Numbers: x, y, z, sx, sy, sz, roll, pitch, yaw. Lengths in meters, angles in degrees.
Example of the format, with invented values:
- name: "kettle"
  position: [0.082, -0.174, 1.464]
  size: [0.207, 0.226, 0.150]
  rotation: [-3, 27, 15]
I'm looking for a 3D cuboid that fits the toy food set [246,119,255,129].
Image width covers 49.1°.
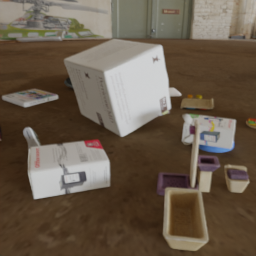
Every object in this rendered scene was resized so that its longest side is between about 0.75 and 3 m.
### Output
- name: "toy food set"
  position: [4.545, -0.156, 9.731]
  size: [0.829, 0.202, 0.821]
  rotation: [9, 24, 19]

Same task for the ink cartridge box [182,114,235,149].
- name: "ink cartridge box"
  position: [2.320, 0.077, 8.010]
  size: [1.360, 0.595, 0.989]
  rotation: [11, 23, 20]

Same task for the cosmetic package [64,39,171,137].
- name: "cosmetic package"
  position: [-0.369, -1.537, 9.757]
  size: [2.300, 2.297, 2.787]
  rotation: [-30, 34, -25]

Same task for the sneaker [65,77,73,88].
- name: "sneaker"
  position: [-1.833, -2.615, 14.499]
  size: [2.866, 1.174, 1.049]
  rotation: [-3, 23, -5]

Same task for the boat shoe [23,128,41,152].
- name: "boat shoe"
  position: [-2.525, 0.426, 7.600]
  size: [0.344, 0.955, 0.339]
  rotation: [-24, -13, 12]

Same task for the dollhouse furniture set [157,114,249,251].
- name: "dollhouse furniture set"
  position: [1.501, 0.864, 5.165]
  size: [1.946, 1.743, 2.456]
  rotation: [3, 22, 8]

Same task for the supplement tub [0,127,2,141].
- name: "supplement tub"
  position: [-5.221, -0.104, 7.770]
  size: [2.997, 1.602, 1.602]
  rotation: [-11, 24, -23]

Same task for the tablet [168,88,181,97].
- name: "tablet"
  position: [1.428, -1.752, 13.755]
  size: [2.052, 0.140, 1.335]
  rotation: [-3, 22, -7]

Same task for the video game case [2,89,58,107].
- name: "video game case"
  position: [-4.457, -1.382, 12.735]
  size: [1.884, 0.223, 1.715]
  rotation: [17, 27, 37]

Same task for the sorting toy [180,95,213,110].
- name: "sorting toy"
  position: [2.969, -1.086, 12.048]
  size: [1.304, 0.234, 1.750]
  rotation: [1, 22, 15]

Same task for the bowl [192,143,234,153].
- name: "bowl"
  position: [2.535, 0.360, 8.416]
  size: [1.226, 0.241, 1.226]
  rotation: [0, 22, 0]

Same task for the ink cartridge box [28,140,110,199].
- name: "ink cartridge box"
  position: [-1.381, 0.893, 6.471]
  size: [1.687, 0.703, 1.225]
  rotation: [-6, 23, -16]

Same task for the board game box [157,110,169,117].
- name: "board game box"
  position: [0.244, -0.902, 11.407]
  size: [1.520, 0.409, 2.533]
  rotation: [-22, 31, -35]
